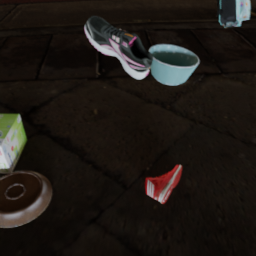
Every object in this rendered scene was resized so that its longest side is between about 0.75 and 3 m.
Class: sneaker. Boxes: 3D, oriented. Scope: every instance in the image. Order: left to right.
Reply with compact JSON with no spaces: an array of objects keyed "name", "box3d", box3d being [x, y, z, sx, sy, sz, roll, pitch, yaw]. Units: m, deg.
[{"name":"sneaker","box3d":[-0.161,-2.608,8.454,2.409,1.040,0.968,36,66,-7]},{"name":"sneaker","box3d":[1.023,1.526,8.484,0.851,0.577,1.473,22,42,23]}]

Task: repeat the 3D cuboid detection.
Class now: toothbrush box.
[{"name":"toothbrush box","box3d":[-4.057,0.491,9.251,0.718,1.215,1.669,2,38,2]}]

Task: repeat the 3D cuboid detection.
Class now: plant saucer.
[{"name":"plant saucer","box3d":[-3.263,1.934,8.173,2.009,0.322,2.009,1,38,-1]}]

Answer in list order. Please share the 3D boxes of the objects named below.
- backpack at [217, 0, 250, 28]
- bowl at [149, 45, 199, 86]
[{"name":"backpack","box3d":[3.932,-4.474,10.496,1.178,1.351,1.537,-5,4,19]},{"name":"bowl","box3d":[1.672,-2.366,10.900,1.954,1.022,1.954,6,39,-5]}]
